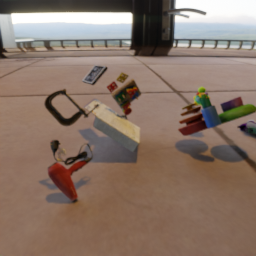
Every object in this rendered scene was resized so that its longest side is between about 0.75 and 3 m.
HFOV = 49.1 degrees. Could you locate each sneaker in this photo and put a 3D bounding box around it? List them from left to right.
[{"bbox_3d":[5.174,0.129,11.345,0.717,0.609,1.637,-16,14,-11],"label":"sneaker"}]

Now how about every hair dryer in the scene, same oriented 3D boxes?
[{"bbox_3d":[-1.534,1.126,7.649,1.306,1.714,0.466,11,-26,-25],"label":"hair dryer"}]

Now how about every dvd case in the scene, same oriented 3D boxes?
[{"bbox_3d":[-1.348,-2.123,11.187,0.894,0.147,1.190,-52,30,-7],"label":"dvd case"}]

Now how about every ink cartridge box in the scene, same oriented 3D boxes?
[{"bbox_3d":[-0.573,-0.158,10.205,2.213,0.479,2.173,32,13,-4],"label":"ink cartridge box"}]

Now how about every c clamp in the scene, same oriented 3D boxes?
[{"bbox_3d":[-1.645,-0.619,7.821,1.288,0.174,1.100,40,78,11],"label":"c clamp"}]

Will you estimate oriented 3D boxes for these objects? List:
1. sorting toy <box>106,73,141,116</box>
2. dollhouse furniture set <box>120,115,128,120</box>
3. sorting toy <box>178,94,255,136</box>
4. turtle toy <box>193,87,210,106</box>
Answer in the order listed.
[{"bbox_3d":[-0.013,-1.300,11.274,1.084,2.249,0.380,-36,57,0],"label":"sorting toy"},{"bbox_3d":[-0.426,-0.440,11.715,0.563,0.803,0.566,-4,42,18],"label":"dollhouse furniture set"},{"bbox_3d":[2.967,-0.624,9.968,2.818,1.157,1.693,-21,-5,23],"label":"sorting toy"},{"bbox_3d":[2.989,-1.262,11.344,0.663,0.460,0.910,1,49,11],"label":"turtle toy"}]
